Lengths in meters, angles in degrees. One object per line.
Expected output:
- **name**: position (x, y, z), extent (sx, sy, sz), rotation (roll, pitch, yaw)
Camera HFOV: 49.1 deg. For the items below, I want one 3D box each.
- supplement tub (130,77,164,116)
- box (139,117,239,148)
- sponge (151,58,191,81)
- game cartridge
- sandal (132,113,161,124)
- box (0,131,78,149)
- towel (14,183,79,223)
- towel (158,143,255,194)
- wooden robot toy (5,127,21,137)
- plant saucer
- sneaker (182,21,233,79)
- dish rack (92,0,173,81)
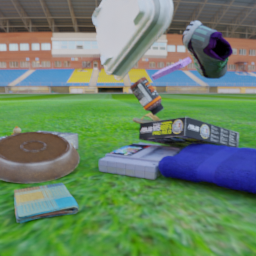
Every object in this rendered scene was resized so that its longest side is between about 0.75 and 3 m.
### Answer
- **supplement tub**: position (0.491, -0.762, 6.931), extent (0.498, 0.932, 0.498), rotation (-36, 0, 0)
- **box**: position (1.749, 0.235, 8.130), extent (2.294, 0.508, 1.838), rotation (13, -12, -34)
- **sponge**: position (2.109, -2.905, 13.811), extent (1.846, 0.275, 1.030), rotation (-18, 15, 44)
- **game cartridge**: position (0.454, 0.803, 7.685), extent (1.584, 0.469, 2.443), rotation (9, 11, 26)
- **sandal**: position (1.303, -0.452, 13.952), extent (2.162, 0.584, 0.868), rotation (1, 8, 4)
- **box**: position (-2.989, 0.538, 8.927), extent (1.786, 0.545, 2.256), rotation (4, 9, 28)
- **towel**: position (-1.526, 1.312, 5.070), extent (0.997, 0.148, 1.360), rotation (-3, 8, -24)
- **towel**: position (2.267, 0.929, 6.208), extent (2.684, 0.665, 1.982), rotation (5, 13, 38)
- **wooden robot toy**: position (-4.221, 0.266, 10.651), extent (1.332, 0.604, 0.587), rotation (3, 8, 20)
- **plant saucer**: position (-2.386, 0.608, 7.084), extent (2.309, 0.398, 2.309), rotation (7, 21, -3)
- **sneaker**: position (2.785, -2.167, 8.854), extent (1.261, 1.072, 2.881), rotation (36, 7, 39)
- **dish rack**: position (-0.114, -2.267, 5.693), extent (0.498, 1.965, 2.289), rotation (-2, -21, -31)
